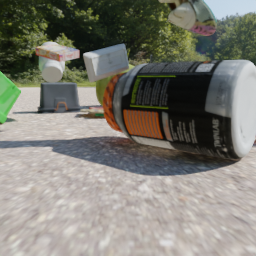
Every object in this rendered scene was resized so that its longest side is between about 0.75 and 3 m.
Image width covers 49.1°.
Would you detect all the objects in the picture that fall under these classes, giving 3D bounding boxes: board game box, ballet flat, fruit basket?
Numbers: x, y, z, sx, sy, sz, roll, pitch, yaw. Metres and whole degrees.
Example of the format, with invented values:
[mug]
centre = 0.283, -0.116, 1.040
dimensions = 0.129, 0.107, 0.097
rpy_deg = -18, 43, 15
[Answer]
[board game box]
centre = -2.014, -2.156, 7.990
dimensions = 0.996, 0.231, 0.755
rpy_deg = 23, 34, 31
[ballet flat]
centre = 1.081, -2.972, 6.445
dimensions = 0.828, 2.327, 0.804
rpy_deg = -40, 6, -28
[fruit basket]
centre = -5.414, -0.910, 9.802
dimensions = 2.956, 2.132, 2.956
rpy_deg = -33, 28, 20

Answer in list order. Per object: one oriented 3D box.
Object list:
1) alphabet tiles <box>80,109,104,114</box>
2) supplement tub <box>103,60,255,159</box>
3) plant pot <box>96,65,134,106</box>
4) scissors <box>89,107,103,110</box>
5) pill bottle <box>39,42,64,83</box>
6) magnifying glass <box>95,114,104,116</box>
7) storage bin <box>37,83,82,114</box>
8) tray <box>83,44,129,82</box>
[alphabet tiles]
centre = -0.704, -0.657, 11.489
dimensions = 2.447, 0.077, 2.036
rpy_deg = 2, 7, -8
[supplement tub]
centre = 1.019, -0.459, 5.911
dimensions = 2.997, 1.836, 1.836
rpy_deg = 9, 13, 38
[plant pot]
centre = 0.100, -2.090, 14.179
dimensions = 2.442, 2.656, 2.656
rpy_deg = 18, 16, 22
[scissors]
centre = -0.553, -0.889, 13.009
dimensions = 2.532, 0.176, 0.926
rpy_deg = -2, 8, -5
[pill bottle]
centre = -2.799, -2.395, 10.261
dimensions = 0.889, 0.889, 1.554
rpy_deg = -3, 45, -14
[magnifying glass]
centre = -0.782, -0.520, 11.166
dimensions = 1.226, 0.137, 0.488
rpy_deg = 5, 9, 33
[storage bin]
centre = -3.085, -1.359, 12.516
dimensions = 1.938, 1.302, 1.411
rpy_deg = -4, 11, -19
[tray]
centre = -0.438, -1.505, 6.418
dimensions = 1.191, 0.639, 0.132
rpy_deg = -27, 24, -34
